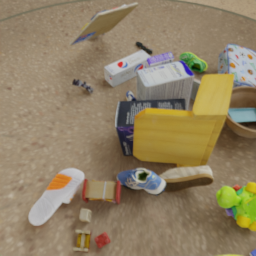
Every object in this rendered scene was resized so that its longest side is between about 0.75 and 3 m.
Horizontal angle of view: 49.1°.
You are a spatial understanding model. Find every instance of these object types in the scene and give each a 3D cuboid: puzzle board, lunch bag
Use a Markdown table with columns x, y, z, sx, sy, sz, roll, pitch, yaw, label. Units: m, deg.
| x | y | z | sx | sy | sz | roll | pitch | yaw | label |
| --- | --- | --- | --- | --- | --- | --- | --- | --- | --- |
| -1.086 | -4.729 | 12.593 | 2.990 | 2.253 | 0.260 | -40 | 101 | -45 | puzzle board |
| 4.855 | -2.417 | 12.049 | 1.878 | 0.886 | 2.344 | 16 | 61 | -10 | lunch bag |

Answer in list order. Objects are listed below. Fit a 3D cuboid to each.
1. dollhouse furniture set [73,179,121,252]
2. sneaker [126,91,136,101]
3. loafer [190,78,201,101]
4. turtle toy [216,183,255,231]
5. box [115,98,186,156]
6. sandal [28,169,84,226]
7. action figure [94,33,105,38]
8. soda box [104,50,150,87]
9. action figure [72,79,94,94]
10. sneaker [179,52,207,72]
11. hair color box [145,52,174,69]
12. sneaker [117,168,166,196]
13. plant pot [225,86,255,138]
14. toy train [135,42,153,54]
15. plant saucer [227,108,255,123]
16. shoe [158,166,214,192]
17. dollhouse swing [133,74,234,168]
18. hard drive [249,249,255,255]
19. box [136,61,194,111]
| x | y | z | sx | sy | sz | roll | pitch | yaw | label |
| --- | --- | --- | --- | --- | --- | --- | --- | --- | --- |
| -0.861 | 2.596 | 8.343 | 1.116 | 0.843 | 2.073 | 4 | 67 | 3 | dollhouse furniture set |
| 0.182 | -1.164 | 11.456 | 0.373 | 0.437 | 0.991 | 3 | 57 | -25 | sneaker |
| 2.678 | -1.838 | 11.905 | 2.468 | 0.887 | 0.776 | 30 | 49 | 26 | loafer |
| 3.266 | 2.168 | 8.124 | 0.895 | 1.770 | 1.290 | 8 | 75 | 52 | turtle toy |
| 0.842 | 0.017 | 9.595 | 2.303 | 1.704 | 1.201 | -3 | 50 | 10 | box |
| -2.207 | 2.150 | 8.682 | 0.819 | 0.613 | 2.137 | 26 | 53 | 21 | sandal |
| -1.586 | -5.093 | 14.822 | 0.815 | 0.435 | 1.253 | 6 | 48 | 11 | action figure |
| -0.001 | -2.694 | 12.640 | 2.160 | 0.736 | 0.688 | -29 | 58 | -22 | soda box |
| -1.827 | -1.760 | 11.830 | 0.675 | 1.037 | 0.360 | 35 | 101 | 42 | action figure |
| 2.982 | -3.066 | 13.087 | 1.467 | 0.543 | 0.613 | 34 | 54 | 25 | sneaker |
| 1.196 | -2.529 | 10.781 | 1.021 | 0.558 | 0.331 | -17 | 71 | -13 | hair color box |
| 0.313 | 1.527 | 8.742 | 1.893 | 0.729 | 0.717 | -2 | 44 | 45 | sneaker |
| 4.555 | -0.414 | 10.529 | 2.328 | 1.075 | 2.328 | 0 | 51 | 1 | plant pot |
| 0.841 | -4.041 | 14.135 | 0.281 | 0.209 | 1.226 | -24 | 52 | -33 | toy train |
| 4.346 | -0.449 | 10.485 | 1.712 | 0.162 | 0.599 | -3 | 58 | -31 | plant saucer |
| 1.633 | 1.597 | 8.869 | 2.056 | 0.719 | 0.549 | -11 | 48 | 17 | shoe |
| 1.717 | -0.253 | 9.238 | 2.494 | 2.837 | 2.578 | 15 | 52 | 12 | dollhouse swing |
| 4.143 | 3.822 | 7.578 | 0.930 | 0.179 | 1.409 | -22 | 54 | -17 | hard drive |
| 1.375 | -1.427 | 10.889 | 1.949 | 1.793 | 1.023 | -14 | 49 | -11 | box |
